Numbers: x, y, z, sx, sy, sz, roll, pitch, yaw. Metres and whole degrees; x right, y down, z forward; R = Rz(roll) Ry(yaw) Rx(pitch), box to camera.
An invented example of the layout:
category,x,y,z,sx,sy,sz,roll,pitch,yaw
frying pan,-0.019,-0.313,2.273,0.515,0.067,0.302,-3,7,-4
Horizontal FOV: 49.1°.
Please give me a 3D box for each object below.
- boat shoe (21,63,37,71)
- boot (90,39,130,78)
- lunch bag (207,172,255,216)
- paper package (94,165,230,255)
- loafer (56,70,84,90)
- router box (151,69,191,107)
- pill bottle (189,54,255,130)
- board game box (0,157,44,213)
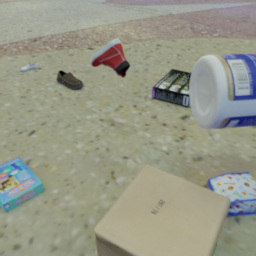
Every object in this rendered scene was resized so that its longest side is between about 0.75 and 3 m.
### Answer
category,x,y,z,sx,sy,sz,roll,pitch,yaw
boat shoe,-5.647,-3.473,15.877,0.930,0.311,0.342,-24,41,-30
boot,-0.561,-1.894,8.528,0.530,1.056,1.465,-28,5,-39
lunch bag,2.934,1.838,7.785,1.246,0.772,1.059,1,34,-13
paper package,0.824,2.364,6.534,2.398,1.302,2.516,19,38,25
loafer,-2.995,-2.444,14.087,1.817,0.645,0.664,23,41,29
router box,2.475,-1.981,13.419,1.849,0.633,2.480,18,38,24
pill bottle,2.854,-0.832,6.159,2.638,1.579,1.579,-4,35,-9
board game box,-3.470,1.638,8.410,1.217,0.360,1.600,-27,43,-34
